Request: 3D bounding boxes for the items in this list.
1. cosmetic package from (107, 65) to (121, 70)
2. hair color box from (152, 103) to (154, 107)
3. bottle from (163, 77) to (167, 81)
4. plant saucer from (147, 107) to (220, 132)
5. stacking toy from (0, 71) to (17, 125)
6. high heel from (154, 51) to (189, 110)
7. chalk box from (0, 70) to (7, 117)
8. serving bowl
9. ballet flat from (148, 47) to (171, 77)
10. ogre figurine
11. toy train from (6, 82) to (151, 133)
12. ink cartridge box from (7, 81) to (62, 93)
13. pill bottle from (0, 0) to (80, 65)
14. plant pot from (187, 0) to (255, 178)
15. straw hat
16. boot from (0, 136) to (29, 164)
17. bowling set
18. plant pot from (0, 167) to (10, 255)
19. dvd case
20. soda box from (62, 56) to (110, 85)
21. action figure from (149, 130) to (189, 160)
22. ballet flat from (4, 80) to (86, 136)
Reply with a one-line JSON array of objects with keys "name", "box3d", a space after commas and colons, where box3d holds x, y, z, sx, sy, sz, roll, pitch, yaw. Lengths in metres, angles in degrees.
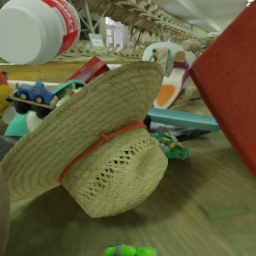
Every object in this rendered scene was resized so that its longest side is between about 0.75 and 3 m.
[{"name": "cosmetic package", "box3d": [-0.675, -2.318, 13.449, 1.600, 1.320, 1.319, 3, 17, 11]}, {"name": "hair color box", "box3d": [0.739, -1.139, 10.880, 1.661, 0.509, 0.843, 7, 16, 20]}, {"name": "bottle", "box3d": [0.715, -1.857, 10.998, 1.962, 0.640, 0.819, 16, 67, 38]}, {"name": "plant saucer", "box3d": [1.019, -0.255, 6.871, 2.442, 0.232, 0.854, 9, 17, -3]}, {"name": "stacking toy", "box3d": [-3.490, -0.835, 7.242, 2.103, 1.537, 1.537, 41, 28, 9]}, {"name": "high heel", "box3d": [1.525, -1.352, 9.658, 0.850, 2.524, 1.211, 8, -26, 20]}, {"name": "chalk box", "box3d": [-5.148, -0.977, 8.564, 1.496, 1.504, 2.417, 11, 18, 35]}, {"name": "serving bowl", "box3d": [2.033, -2.894, 14.138, 2.983, 2.983, 0.981, 8, 63, 27]}, {"name": "ballet flat", "box3d": [1.198, -2.362, 12.072, 1.002, 1.014, 2.979, 12, 54, -2]}, {"name": "ogre figurine", "box3d": [0.027, 1.380, 2.496, 0.571, 0.467, 0.953, -17, 0, 5]}, {"name": "toy train", "box3d": [-0.910, -0.366, 5.427, 2.825, 0.647, 0.482, 12, 24, -6]}, {"name": "ink cartridge box", "box3d": [-3.350, -1.203, 10.181, 2.129, 0.882, 1.563, 7, 11, 21]}, {"name": "pill bottle", "box3d": [-2.338, -2.576, 7.356, 1.599, 1.599, 2.849, 1, 26, 5]}, {"name": "plant pot", "box3d": [2.573, -0.962, 5.025, 2.317, 2.630, 2.627, 44, 24, 3]}, {"name": "straw hat", "box3d": [-0.194, 0.531, 3.750, 1.169, 2.762, 2.762, 49, 37, 16]}, {"name": "boot", "box3d": [-1.299, 0.232, 5.614, 1.748, 0.696, 2.121, 15, 27, 23]}, {"name": "bowling set", "box3d": [2.779, -2.182, 12.185, 2.080, 2.988, 1.604, -28, -5, 40]}, {"name": "plant pot", "box3d": [-2.098, 0.813, 2.207, 2.140, 2.140, 1.867, 16, 4, 44]}, {"name": "dvd case", "box3d": [0.911, -0.101, 7.838, 1.681, 0.181, 2.261, -10, 19, -39]}, {"name": "soda box", "box3d": [-1.421, -1.168, 8.354, 2.073, 0.657, 0.726, -43, 46, -1]}, {"name": "action figure", "box3d": [0.673, 0.302, 5.912, 1.000, 0.463, 1.693, -5, 17, -32]}, {"name": "ballet flat", "box3d": [-1.703, -0.373, 6.287, 0.872, 0.834, 2.476, -15, 27, 43]}]
